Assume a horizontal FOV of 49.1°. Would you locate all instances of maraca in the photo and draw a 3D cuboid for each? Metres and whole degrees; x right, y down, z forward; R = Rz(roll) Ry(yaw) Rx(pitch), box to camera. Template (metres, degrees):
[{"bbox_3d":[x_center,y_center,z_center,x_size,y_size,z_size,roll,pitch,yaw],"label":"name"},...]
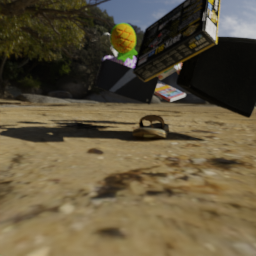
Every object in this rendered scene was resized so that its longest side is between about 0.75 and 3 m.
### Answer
[{"bbox_3d":[-0.155,-3.290,10.857,1.003,1.463,0.783,-17,25,-5],"label":"maraca"}]

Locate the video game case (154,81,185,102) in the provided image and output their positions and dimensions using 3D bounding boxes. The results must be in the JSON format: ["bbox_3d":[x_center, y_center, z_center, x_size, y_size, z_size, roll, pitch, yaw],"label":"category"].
[{"bbox_3d":[1.787,-1.985,14.670,2.049,0.179,1.465,32,34,30],"label":"video game case"}]

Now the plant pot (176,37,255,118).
[{"bbox_3d":[2.902,-1.848,9.116,2.050,2.305,2.311,13,12,-10],"label":"plant pot"}]

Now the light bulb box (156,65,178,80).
[{"bbox_3d":[1.778,-3.132,13.323,0.752,1.205,1.194,32,-35,-25],"label":"light bulb box"}]

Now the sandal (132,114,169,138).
[{"bbox_3d":[0.879,-0.102,9.890,1.159,0.779,2.886,2,6,15],"label":"sandal"}]

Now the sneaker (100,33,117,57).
[{"bbox_3d":[-0.712,-3.590,11.697,0.572,0.652,1.627,30,-4,12],"label":"sneaker"}]

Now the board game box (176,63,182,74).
[{"bbox_3d":[2.614,-3.684,15.098,0.329,2.197,1.050,-18,24,38],"label":"board game box"}]

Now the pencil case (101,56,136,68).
[{"bbox_3d":[-0.470,-3.260,13.940,1.980,0.846,0.831,12,-23,48],"label":"pencil case"}]

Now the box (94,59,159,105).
[{"bbox_3d":[-0.143,-1.783,10.920,2.088,1.087,1.901,16,7,-14],"label":"box"}]

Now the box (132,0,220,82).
[{"bbox_3d":[1.426,-2.799,8.506,0.657,2.127,2.663,33,-36,-30],"label":"box"}]
